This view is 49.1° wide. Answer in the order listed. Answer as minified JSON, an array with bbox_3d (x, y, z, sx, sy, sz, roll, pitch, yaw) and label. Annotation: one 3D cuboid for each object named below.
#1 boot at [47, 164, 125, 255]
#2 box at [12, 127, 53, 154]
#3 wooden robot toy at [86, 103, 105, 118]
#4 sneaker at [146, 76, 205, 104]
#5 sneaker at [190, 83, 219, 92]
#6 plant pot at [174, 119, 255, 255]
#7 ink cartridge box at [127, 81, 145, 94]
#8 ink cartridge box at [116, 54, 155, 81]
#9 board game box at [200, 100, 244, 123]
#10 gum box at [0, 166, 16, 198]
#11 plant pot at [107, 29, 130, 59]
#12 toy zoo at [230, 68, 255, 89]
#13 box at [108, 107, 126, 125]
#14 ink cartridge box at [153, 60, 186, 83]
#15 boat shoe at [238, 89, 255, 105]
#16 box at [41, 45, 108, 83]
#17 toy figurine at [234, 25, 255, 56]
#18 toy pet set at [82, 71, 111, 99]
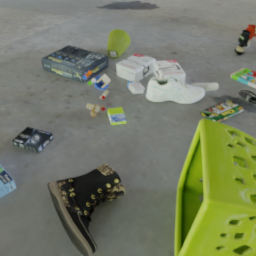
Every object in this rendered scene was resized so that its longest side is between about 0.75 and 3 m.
[{"bbox_3d":[-0.995,2.163,8.076,2.015,0.979,2.676,-21,37,-24],"label":"boot"},{"bbox_3d":[-3.667,0.453,10.790,1.198,0.261,0.960,14,40,17],"label":"box"},{"bbox_3d":[-1.384,-0.699,12.001,0.581,0.598,1.318,23,8,15],"label":"wooden robot toy"},{"bbox_3d":[2.230,-1.783,12.994,2.758,1.105,0.970,1,36,-1],"label":"sneaker"},{"bbox_3d":[3.724,-2.003,13.848,1.373,0.516,0.607,-1,14,8],"label":"sneaker"},{"bbox_3d":[2.759,1.848,7.027,2.615,2.882,2.868,11,38,4],"label":"plant pot"},{"bbox_3d":[0.401,-1.957,13.774,0.558,0.329,0.969,-9,38,-21],"label":"ink cartridge box"},{"bbox_3d":[0.411,-3.250,15.115,1.318,0.757,1.815,26,45,29],"label":"ink cartridge box"},{"bbox_3d":[4.156,-0.729,12.360,1.755,0.206,0.919,-22,45,-25],"label":"board game box"},{"bbox_3d":[-4.905,1.853,8.839,2.011,0.448,1.709,-31,47,-34],"label":"gum box"},{"bbox_3d":[-0.702,-4.950,17.000,1.400,1.400,1.496,9,55,11],"label":"plant pot"},{"bbox_3d":[6.577,-2.559,14.686,1.308,0.204,1.994,-27,45,-31],"label":"toy zoo"},{"bbox_3d":[-0.477,-0.480,11.986,0.649,0.254,1.064,-8,39,-10],"label":"box"},{"bbox_3d":[2.125,-2.858,14.649,1.252,0.729,1.719,-7,40,-8],"label":"ink cartridge box"},{"bbox_3d":[5.700,-1.418,13.025,1.301,0.473,0.408,30,44,27],"label":"boat shoe"},{"bbox_3d":[-2.927,-3.616,15.590,2.942,0.750,2.320,20,41,23],"label":"box"},{"bbox_3d":[7.801,-5.149,17.084,2.141,1.513,2.174,25,42,20],"label":"toy figurine"},{"bbox_3d":[-1.511,-2.018,13.180,0.737,1.387,1.295,-29,19,44],"label":"toy pet set"}]
